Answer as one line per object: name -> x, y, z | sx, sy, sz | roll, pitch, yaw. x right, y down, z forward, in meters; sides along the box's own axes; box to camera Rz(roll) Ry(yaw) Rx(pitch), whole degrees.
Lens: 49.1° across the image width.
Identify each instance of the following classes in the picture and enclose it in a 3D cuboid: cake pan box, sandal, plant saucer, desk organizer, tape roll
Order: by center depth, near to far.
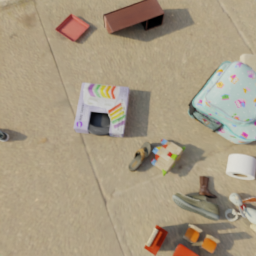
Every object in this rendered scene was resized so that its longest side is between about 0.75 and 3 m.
tape roll -> 4.305, 1.491, 10.650 | 1.029, 1.029, 0.706 | 15, 72, 5
sandal -> 0.433, 1.099, 11.022 | 1.368, 0.373, 0.559 | -49, 46, -9
cake pan box -> -1.075, -0.711, 11.652 | 2.049, 0.582, 2.225 | 7, 71, 5
desk organizer -> 0.265, -4.975, 12.915 | 2.633, 0.944, 1.014 | -23, 75, -7
plant saucer -> -2.623, -4.657, 13.177 | 1.181, 0.217, 1.183 | 36, 76, 11

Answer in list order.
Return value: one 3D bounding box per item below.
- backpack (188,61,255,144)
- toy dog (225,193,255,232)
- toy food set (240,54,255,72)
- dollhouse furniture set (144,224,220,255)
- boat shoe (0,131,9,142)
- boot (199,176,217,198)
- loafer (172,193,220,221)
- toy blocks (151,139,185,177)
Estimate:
backpack -> 4.224, -0.867, 10.797 | 2.978, 2.283, 2.618 | 39, 80, 4
toy dog -> 4.502, 3.109, 10.210 | 1.683, 0.811, 1.110 | 24, 73, 8
toy food set -> 5.664, -2.724, 12.471 | 1.349, 0.408, 0.968 | 9, 72, 12
dollhouse furniture set -> 1.736, 4.376, 9.565 | 2.325, 1.211, 2.350 | 30, 74, 10
boat shoe -> -5.587, 0.172, 11.369 | 1.451, 0.515, 0.523 | 11, 72, 4
boot -> 3.094, 2.264, 10.816 | 0.761, 0.262, 0.816 | 16, 62, -9
loafer -> 2.551, 2.820, 10.444 | 1.878, 0.706, 0.654 | 24, 64, 1
toy blocks -> 1.424, 1.066, 11.048 | 0.998, 0.729, 1.460 | 33, 76, 22
